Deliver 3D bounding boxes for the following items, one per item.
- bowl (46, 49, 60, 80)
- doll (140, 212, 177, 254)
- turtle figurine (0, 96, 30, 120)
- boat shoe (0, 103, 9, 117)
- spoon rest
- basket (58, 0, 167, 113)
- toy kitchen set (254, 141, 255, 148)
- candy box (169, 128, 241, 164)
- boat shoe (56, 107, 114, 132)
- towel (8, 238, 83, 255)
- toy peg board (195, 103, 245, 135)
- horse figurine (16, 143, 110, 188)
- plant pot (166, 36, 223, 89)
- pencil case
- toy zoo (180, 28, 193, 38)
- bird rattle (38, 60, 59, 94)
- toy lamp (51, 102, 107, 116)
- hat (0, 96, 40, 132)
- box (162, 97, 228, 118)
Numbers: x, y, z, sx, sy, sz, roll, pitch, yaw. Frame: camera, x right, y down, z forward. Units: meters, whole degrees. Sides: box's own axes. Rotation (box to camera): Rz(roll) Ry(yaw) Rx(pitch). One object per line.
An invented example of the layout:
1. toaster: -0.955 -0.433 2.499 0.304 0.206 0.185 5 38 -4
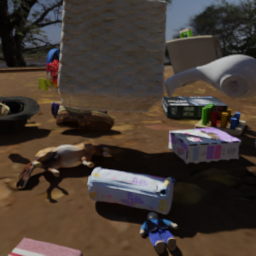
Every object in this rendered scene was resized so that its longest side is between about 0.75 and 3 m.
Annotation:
1. bowl: -3.173 -2.719 12.179 0.273 1.390 1.390 7 17 9
2. doll: 0.555 1.820 5.000 0.694 0.247 1.017 -11 12 -9
3. turtle figurine: -5.230 -0.882 12.330 1.742 1.293 1.797 -2 21 -4
4. boat shoe: -4.198 -0.636 8.965 1.096 0.406 0.364 18 -17 40
5. spoon rest: 1.918 -1.089 6.277 2.164 1.075 0.656 1 45 31
6. basket: -0.542 -2.078 8.275 2.992 2.965 2.406 3 -3 -6
7. toy kitchen set: 5.008 0.425 9.447 0.844 1.148 1.433 14 58 41
8. candy box: 2.318 0.521 8.742 1.713 0.613 1.437 -4 17 -13
9. boat shoe: -1.728 -0.197 11.146 2.337 0.841 0.789 9 50 3
10. towel: -1.422 2.188 3.936 1.069 0.169 1.483 6 19 14
11. toy peg board: 3.863 -0.438 11.588 1.744 0.857 1.751 8 19 27
12. horse figurine: -1.655 0.834 7.476 2.654 0.663 1.759 -13 8 -21
13. plant pot: 2.664 -2.635 10.611 1.575 1.779 1.777 -12 7 31
14. pencil case: 0.064 1.298 5.857 1.787 0.743 0.810 5 -4 20
15. toy zoo: 2.700 -3.418 12.459 0.190 1.855 1.217 -14 15 -2
16. bird rattle: -2.582 -1.732 9.888 0.957 1.174 0.661 37 18 -6
17. toy lamp: -2.292 -0.896 13.355 2.618 0.762 0.762 3 17 7
18. hat: -4.830 -0.442 11.141 2.555 1.031 2.555 8 28 -4
19. box: 3.228 -1.068 14.119 2.872 0.625 2.301 1 16 2
